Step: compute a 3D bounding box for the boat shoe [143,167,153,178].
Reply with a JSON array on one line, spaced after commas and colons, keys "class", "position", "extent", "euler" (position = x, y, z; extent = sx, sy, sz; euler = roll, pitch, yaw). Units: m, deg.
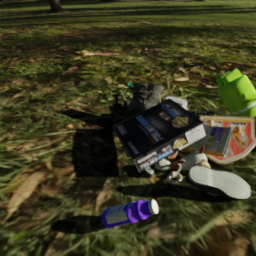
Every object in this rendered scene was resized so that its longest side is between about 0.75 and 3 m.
[{"class": "boat shoe", "position": [0.619, 1.433, 9.762], "extent": [0.304, 0.242, 0.803], "euler": [-6, 28, -16]}]

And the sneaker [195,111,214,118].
[{"class": "sneaker", "position": [3.600, -0.706, 13.296], "extent": [0.975, 0.375, 0.432], "euler": [-1, 28, -14]}]

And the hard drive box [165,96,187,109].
[{"class": "hard drive box", "position": [2.123, -0.729, 12.717], "extent": [0.930, 1.193, 0.458], "euler": [25, 37, 36]}]

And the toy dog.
[{"class": "toy dog", "position": [1.961, 1.071, 9.695], "extent": [1.917, 0.923, 1.264], "euler": [-11, 27, -20]}]

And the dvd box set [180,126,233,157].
[{"class": "dvd box set", "position": [2.936, 0.453, 10.596], "extent": [1.716, 0.252, 1.255], "euler": [4, 51, 36]}]

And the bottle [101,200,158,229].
[{"class": "bottle", "position": [0.041, 2.246, 7.393], "extent": [1.497, 0.489, 0.625], "euler": [-21, 3, 23]}]

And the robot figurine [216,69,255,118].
[{"class": "robot figurine", "position": [5.048, -1.408, 12.713], "extent": [1.398, 2.417, 2.120], "euler": [-34, 7, -14]}]

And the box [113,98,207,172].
[{"class": "box", "position": [1.041, 0.116, 10.493], "extent": [2.717, 0.680, 2.737], "euler": [-26, 30, -6]}]

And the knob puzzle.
[{"class": "knob puzzle", "position": [3.677, 0.364, 10.775], "extent": [2.632, 0.365, 2.632], "euler": [-10, 45, 9]}]

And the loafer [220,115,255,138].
[{"class": "loafer", "position": [4.933, 0.279, 11.387], "extent": [2.840, 1.021, 0.894], "euler": [18, 66, 34]}]

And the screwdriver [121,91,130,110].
[{"class": "screwdriver", "position": [-0.202, -1.484, 15.088], "extent": [0.358, 0.373, 2.564], "euler": [22, 16, -20]}]

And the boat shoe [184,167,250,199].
[{"class": "boat shoe", "position": [2.757, 1.732, 8.717], "extent": [2.005, 0.605, 0.758], "euler": [22, 60, 0]}]

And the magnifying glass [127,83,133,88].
[{"class": "magnifying glass", "position": [0.264, -2.542, 17.171], "extent": [0.424, 0.119, 1.065], "euler": [-8, 28, -16]}]

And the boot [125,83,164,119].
[{"class": "boot", "position": [1.304, -1.119, 12.572], "extent": [2.897, 1.892, 0.981], "euler": [13, -11, 23]}]
